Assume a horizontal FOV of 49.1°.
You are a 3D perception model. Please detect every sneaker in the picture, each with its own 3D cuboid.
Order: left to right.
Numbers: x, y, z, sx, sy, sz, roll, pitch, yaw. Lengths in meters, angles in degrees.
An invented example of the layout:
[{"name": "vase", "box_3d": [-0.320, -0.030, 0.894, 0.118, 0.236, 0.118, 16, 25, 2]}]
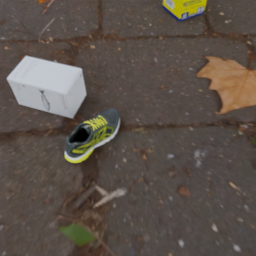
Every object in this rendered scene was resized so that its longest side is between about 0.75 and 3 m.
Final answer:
[{"name": "sneaker", "box_3d": [-1.089, 0.118, 9.089, 0.896, 1.018, 2.405, 33, 60, 17]}]

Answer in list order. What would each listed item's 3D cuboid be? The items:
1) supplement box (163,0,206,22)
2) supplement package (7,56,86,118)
[{"name": "supplement box", "box_3d": [2.829, -6.934, 13.405, 1.586, 2.914, 1.596, -24, 56, -16]}, {"name": "supplement package", "box_3d": [-2.869, -1.479, 10.164, 2.280, 1.333, 1.338, 14, 54, 12]}]
